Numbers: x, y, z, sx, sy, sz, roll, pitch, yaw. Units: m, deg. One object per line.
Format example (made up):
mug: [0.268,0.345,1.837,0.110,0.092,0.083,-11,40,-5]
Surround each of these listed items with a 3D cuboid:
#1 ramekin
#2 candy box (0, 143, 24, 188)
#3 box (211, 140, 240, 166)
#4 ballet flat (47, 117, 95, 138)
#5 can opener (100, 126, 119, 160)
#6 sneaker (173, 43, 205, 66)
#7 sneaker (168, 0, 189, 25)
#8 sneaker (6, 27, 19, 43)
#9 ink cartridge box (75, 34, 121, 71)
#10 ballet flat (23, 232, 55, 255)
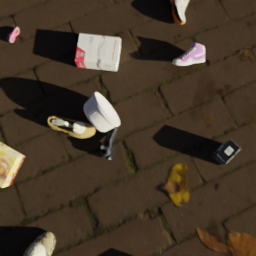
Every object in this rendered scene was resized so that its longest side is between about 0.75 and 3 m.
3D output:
ramekin: [-1.091,-0.563,11.155,0.753,1.618,1.618,-35,78,12]
candy box: [-5.426,1.179,10.999,2.309,0.638,1.333,28,93,8]
box: [3.838,0.996,11.089,0.854,0.840,0.530,-43,80,-10]
ballet flat: [-2.361,-0.030,11.461,2.018,0.636,0.693,11,76,2]
can opener: [-0.771,0.495,11.432,0.505,0.626,1.594,5,67,20]
sneaker: [2.599,-3.201,12.048,1.553,0.563,0.885,-16,120,-20]
sneaker: [2.461,-5.665,12.897,0.869,0.715,1.889,-10,77,-7]
sneaker: [-5.282,-4.277,12.752,0.376,0.312,0.789,23,75,17]
ink cartridge box: [-1.284,-3.271,12.223,1.813,0.756,1.317,7,76,2]
ballet flat: [-3.600,4.921,10.029,0.853,0.947,2.516,41,79,5]
